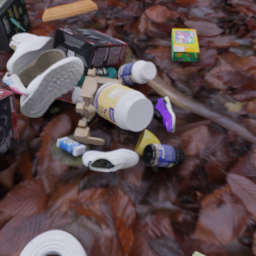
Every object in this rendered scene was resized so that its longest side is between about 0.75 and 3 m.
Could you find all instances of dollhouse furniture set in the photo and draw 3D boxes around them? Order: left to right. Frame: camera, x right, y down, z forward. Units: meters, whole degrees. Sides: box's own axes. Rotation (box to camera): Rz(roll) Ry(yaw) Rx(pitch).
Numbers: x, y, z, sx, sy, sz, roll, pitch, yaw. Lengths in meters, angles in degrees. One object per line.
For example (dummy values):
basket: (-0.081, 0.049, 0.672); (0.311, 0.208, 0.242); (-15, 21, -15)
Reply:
dollhouse furniture set: (-1.042, -0.851, 10.183); (1.222, 1.431, 2.760); (9, 52, 2)

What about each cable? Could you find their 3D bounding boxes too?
cable: (-1.938, 3.512, 7.041); (1.787, 0.619, 1.788); (-26, 55, -21)

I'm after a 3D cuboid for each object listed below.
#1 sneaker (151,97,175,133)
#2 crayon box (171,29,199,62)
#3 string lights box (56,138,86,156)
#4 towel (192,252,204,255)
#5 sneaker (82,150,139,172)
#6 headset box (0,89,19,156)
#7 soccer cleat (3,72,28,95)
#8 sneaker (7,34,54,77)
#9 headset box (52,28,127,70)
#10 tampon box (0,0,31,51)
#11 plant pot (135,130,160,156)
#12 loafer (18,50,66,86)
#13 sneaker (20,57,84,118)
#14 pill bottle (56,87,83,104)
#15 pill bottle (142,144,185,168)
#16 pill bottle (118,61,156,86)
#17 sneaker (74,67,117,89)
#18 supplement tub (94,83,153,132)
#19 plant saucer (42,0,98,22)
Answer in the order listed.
sneaker: (1.147, -0.418, 9.848); (0.831, 0.581, 1.671); (-6, 42, -1)
crayon box: (2.687, -3.966, 13.381); (1.156, 0.567, 1.946); (3, 50, 3)
string lights box: (-1.937, 0.634, 9.510); (0.895, 0.264, 0.460); (22, 20, 26)
towel: (2.062, 4.122, 6.707); (1.443, 0.355, 1.945); (11, 51, 11)
sneaker: (-0.465, 1.084, 8.584); (1.829, 0.668, 0.648); (-1, 24, -23)
headset box: (-4.429, 0.030, 8.434); (1.003, 1.934, 2.598); (17, 33, 14)
soccer cleat: (-4.078, -1.617, 10.155); (1.225, 0.529, 0.428); (31, 15, 21)
sneaker: (-4.774, -3.322, 12.603); (1.716, 1.094, 2.969); (16, 42, 15)
headset box: (-1.504, -3.448, 12.013); (2.032, 1.055, 2.731); (30, 31, 21)
tampon box: (-6.141, -5.254, 13.621); (1.549, 1.838, 2.453); (7, 50, 6)
plant pot: (0.689, 0.596, 9.416); (0.656, 0.924, 0.924); (23, 52, -3)
loafer: (-3.411, -2.406, 11.266); (2.151, 0.734, 0.814); (-28, 89, 8)
sneaker: (-2.942, -1.705, 10.443); (2.971, 1.135, 1.196); (-36, 42, 12)
pill bottle: (-2.240, -1.323, 11.087); (1.225, 0.671, 0.671); (16, 52, 13)
pill bottle: (1.146, 0.894, 8.890); (1.253, 0.701, 0.701); (8, 45, -27)
pill bottle: (0.363, -2.177, 11.174); (0.888, 0.888, 1.599); (-36, 21, -26)
sneaker: (-1.628, -2.213, 11.634); (2.449, 0.978, 0.874); (-16, 51, -14)
supplement tub: (-0.171, -0.725, 9.658); (1.352, 1.352, 1.859); (-32, 38, -24)
plant saucer: (-2.643, -5.293, 12.551); (2.529, 0.473, 2.529); (-10, 28, 5)
